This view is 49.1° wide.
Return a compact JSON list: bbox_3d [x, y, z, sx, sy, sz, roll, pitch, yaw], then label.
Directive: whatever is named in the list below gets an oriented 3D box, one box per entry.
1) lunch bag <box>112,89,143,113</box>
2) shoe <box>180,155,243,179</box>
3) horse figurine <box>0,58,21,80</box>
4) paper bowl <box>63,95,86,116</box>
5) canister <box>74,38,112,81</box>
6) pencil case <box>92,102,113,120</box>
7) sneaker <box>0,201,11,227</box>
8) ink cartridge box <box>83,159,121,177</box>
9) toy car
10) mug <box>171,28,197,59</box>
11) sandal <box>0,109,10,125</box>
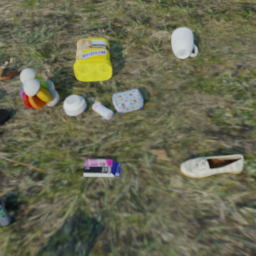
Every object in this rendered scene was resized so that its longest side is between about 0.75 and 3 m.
[{"bbox_3d":[0.008,-1.225,12.464,1.337,0.505,1.071,-14,47,-11],"label":"lunch bag"},{"bbox_3d":[3.020,1.301,10.086,2.303,0.615,0.805,-4,48,-4],"label":"shoe"},{"bbox_3d":[-6.688,-2.844,13.778,2.523,0.630,1.672,15,61,6],"label":"horse figurine"},{"bbox_3d":[-2.356,-1.040,12.166,0.977,0.508,0.977,-9,49,10],"label":"paper bowl"},{"bbox_3d":[-1.773,-3.515,14.180,1.794,1.045,2.415,-4,47,-3],"label":"canister"},{"bbox_3d":[-1.089,-0.741,12.078,0.952,0.396,0.432,36,76,27],"label":"pencil case"},{"bbox_3d":[-4.090,2.683,8.954,0.381,0.448,1.023,-30,54,-24],"label":"sneaker"},{"bbox_3d":[-0.939,1.466,10.217,1.328,0.246,0.629,2,48,-1],"label":"ink cartridge box"},{"bbox_3d":[-4.082,-1.563,12.312,1.376,1.606,1.836,-42,52,12],"label":"toy car"},{"bbox_3d":[3.071,-4.356,14.977,1.558,1.151,1.366,19,56,-23],"label":"mug"},{"bbox_3d":[-6.203,-0.057,11.290,1.083,0.650,2.884,32,55,26],"label":"sandal"}]
